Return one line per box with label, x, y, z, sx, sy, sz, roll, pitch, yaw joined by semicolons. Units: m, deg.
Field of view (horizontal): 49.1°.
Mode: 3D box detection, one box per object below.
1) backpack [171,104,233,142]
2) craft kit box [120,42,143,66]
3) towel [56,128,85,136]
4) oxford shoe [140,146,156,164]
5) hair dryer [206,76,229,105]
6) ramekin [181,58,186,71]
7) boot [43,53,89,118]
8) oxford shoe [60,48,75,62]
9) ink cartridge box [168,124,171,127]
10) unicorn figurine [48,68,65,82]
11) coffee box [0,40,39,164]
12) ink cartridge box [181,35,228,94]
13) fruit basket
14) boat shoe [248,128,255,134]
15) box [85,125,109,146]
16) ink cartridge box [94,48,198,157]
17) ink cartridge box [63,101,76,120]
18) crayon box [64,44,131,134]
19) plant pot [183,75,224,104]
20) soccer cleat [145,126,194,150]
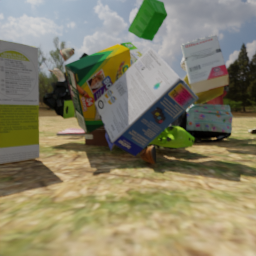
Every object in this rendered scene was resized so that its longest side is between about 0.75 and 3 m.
backpack;2.795;-0.192;10.459;2.169;1.373;1.810;1;2;1
craft kit box;0.296;-1.371;9.523;0.542;2.233;2.206;-21;54;-32
towel;-2.449;0.189;13.375;1.511;0.239;2.097;-1;4;1
oxford shoe;0.417;0.582;5.859;0.355;0.356;0.997;1;-13;4
hair dryer;4.001;-1.393;12.064;1.895;2.488;0.676;22;-16;-38
ramekin;2.822;-2.725;11.029;1.474;0.686;1.474;6;-11;1
boot;-1.776;-1.360;10.491;1.035;2.291;2.796;39;1;15
oxford shoe;-1.509;-1.883;7.039;0.292;0.280;0.791;-20;29;6
ink cartridge box;2.005;-0.223;12.148;0.684;1.178;1.596;5;5;32
unicorn figurine;-2.988;-1.906;13.119;0.813;1.512;2.201;-32;39;13
coffee box;-3.860;-0.583;6.287;2.681;2.655;2.685;3;5;41
ink cartridge box;2.557;-2.142;9.426;1.215;1.679;0.708;-13;-27;15
fruit basket;0.553;-3.390;8.529;0.906;1.256;1.256;-1;4;-38
boat shoe;6.205;0.144;13.508;0.889;0.321;0.289;-7;7;-16
box;-0.496;0.086;10.079;1.235;0.925;2.467;1;6;17
ink cartridge box;0.209;-0.524;6.976;0.959;2.511;1.713;37;17;-41
ink cartridge box;-1.622;-0.563;8.972;0.324;0.632;0.854;24;25;35
crayon box;-0.734;-1.113;8.140;1.798;2.084;0.607;-29;46;-25
plant pot;2.693;-1.590;10.386;1.094;1.240;1.240;-37;-21;4
soccer cleat;0.858;0.318;7.882;0.885;0.737;2.184;24;-13;-33
